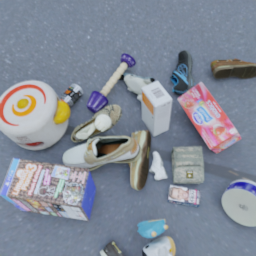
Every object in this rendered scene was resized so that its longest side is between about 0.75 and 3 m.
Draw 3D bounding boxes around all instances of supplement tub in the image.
[{"bbox_3d":[-2.187,-1.181,10.645,0.563,0.563,0.919,29,64,16],"label":"supplement tub"}]

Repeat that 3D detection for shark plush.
[{"bbox_3d":[0.395,-1.644,10.940,2.317,1.052,0.965,21,25,34],"label":"shark plush"}]

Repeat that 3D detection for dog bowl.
[{"bbox_3d":[3.460,2.209,8.240,1.295,1.295,0.510,40,43,20],"label":"dog bowl"}]

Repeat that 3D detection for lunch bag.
[{"bbox_3d":[1.940,1.251,9.190,0.981,0.704,1.197,-1,69,1],"label":"lunch bag"}]

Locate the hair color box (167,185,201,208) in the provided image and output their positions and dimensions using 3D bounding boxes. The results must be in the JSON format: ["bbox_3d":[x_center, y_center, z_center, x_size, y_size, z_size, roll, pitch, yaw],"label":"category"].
[{"bbox_3d":[1.775,2.171,8.887,0.980,0.297,0.490,9,61,5],"label":"hair color box"}]

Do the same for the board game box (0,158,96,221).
[{"bbox_3d":[-2.205,1.859,8.210,2.217,1.768,1.074,7,60,4],"label":"board game box"}]

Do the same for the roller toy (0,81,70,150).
[{"bbox_3d":[-3.211,-0.430,9.411,2.102,1.610,2.304,-43,64,-13],"label":"roller toy"}]

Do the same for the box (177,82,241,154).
[{"bbox_3d":[2.787,-0.327,9.663,1.029,1.116,2.174,-35,64,16],"label":"box"}]

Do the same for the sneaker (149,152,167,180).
[{"bbox_3d":[0.919,1.266,9.349,0.525,0.412,1.057,-22,50,10],"label":"sneaker"}]

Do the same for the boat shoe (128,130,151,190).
[{"bbox_3d":[0.255,1.064,9.368,0.812,0.764,2.133,-3,53,20],"label":"boat shoe"}]

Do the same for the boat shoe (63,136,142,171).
[{"bbox_3d":[-0.976,0.717,8.991,2.698,0.923,1.008,-13,56,14],"label":"boat shoe"}]

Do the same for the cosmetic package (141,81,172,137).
[{"bbox_3d":[0.935,-0.605,9.557,0.648,1.818,0.922,-26,59,-12],"label":"cosmetic package"}]

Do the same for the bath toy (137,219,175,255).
[{"bbox_3d":[0.872,3.873,7.348,1.193,1.014,2.745,2,72,-43],"label":"bath toy"}]

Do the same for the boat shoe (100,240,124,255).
[{"bbox_3d":[0.002,3.886,7.708,1.782,0.635,0.536,38,71,22],"label":"boat shoe"}]

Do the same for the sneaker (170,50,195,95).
[{"bbox_3d":[2.115,-2.263,11.146,0.865,0.774,2.113,-1,60,1],"label":"sneaker"}]

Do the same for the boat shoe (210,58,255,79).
[{"bbox_3d":[4.348,-2.454,11.188,2.126,0.765,0.723,0,55,-12],"label":"boat shoe"}]

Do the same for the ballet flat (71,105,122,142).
[{"bbox_3d":[-1.104,-0.024,9.332,0.716,2.112,0.795,54,29,-13],"label":"ballet flat"}]

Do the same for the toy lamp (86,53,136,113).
[{"bbox_3d":[-0.679,-1.707,10.740,0.767,0.767,2.634,27,70,15],"label":"toy lamp"}]
